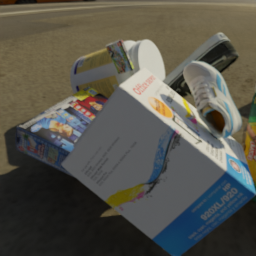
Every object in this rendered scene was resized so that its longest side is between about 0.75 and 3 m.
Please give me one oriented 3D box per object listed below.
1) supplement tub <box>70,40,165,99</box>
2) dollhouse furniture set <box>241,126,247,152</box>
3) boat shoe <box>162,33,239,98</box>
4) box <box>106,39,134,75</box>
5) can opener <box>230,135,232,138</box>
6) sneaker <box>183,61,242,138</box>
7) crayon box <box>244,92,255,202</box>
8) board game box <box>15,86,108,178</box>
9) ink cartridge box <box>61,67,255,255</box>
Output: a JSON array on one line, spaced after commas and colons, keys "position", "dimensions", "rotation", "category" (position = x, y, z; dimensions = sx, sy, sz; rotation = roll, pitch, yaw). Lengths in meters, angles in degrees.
[{"position": [-0.351, -1.716, 9.318], "dimensions": [2.696, 1.960, 1.960], "rotation": [-8, 22, 33], "category": "supplement tub"}, {"position": [3.942, 0.778, 6.749], "dimensions": [2.345, 1.038, 1.215], "rotation": [9, 28, 25], "category": "dollhouse furniture set"}, {"position": [1.794, -1.328, 7.878], "dimensions": [0.988, 2.795, 0.890], "rotation": [-5, 60, -43], "category": "boat shoe"}, {"position": [-0.219, -1.944, 7.729], "dimensions": [0.480, 0.872, 0.151], "rotation": [-12, 28, 28], "category": "box"}, {"position": [2.782, 0.541, 7.972], "dimensions": [0.369, 0.294, 1.102], "rotation": [43, 41, 6], "category": "can opener"}, {"position": [1.307, -0.481, 4.505], "dimensions": [0.556, 0.527, 1.377], "rotation": [-21, 78, -46], "category": "sneaker"}, {"position": [3.110, 0.547, 5.428], "dimensions": [0.733, 2.518, 1.495], "rotation": [-27, 38, -30], "category": "crayon box"}, {"position": [-0.804, 0.328, 6.681], "dimensions": [2.504, 0.773, 2.506], "rotation": [35, 42, 13], "category": "board game box"}, {"position": [0.537, 0.472, 4.968], "dimensions": [2.473, 1.788, 1.820], "rotation": [39, 25, -1], "category": "ink cartridge box"}]
